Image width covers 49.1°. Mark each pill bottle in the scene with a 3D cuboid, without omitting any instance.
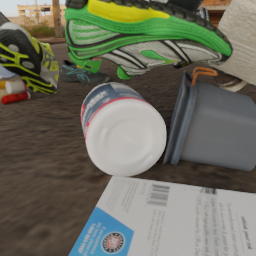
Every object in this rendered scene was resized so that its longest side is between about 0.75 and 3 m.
[{"bbox_3d":[-0.277,-0.181,6.465,1.584,1.584,2.650,-5,21,-12],"label":"pill bottle"}]

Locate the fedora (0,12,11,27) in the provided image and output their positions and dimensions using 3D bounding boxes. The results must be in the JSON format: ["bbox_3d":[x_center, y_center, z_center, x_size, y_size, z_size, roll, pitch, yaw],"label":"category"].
[{"bbox_3d":[-3.079,-2.495,6.298,0.481,1.064,0.941,-43,55,-1],"label":"fedora"}]

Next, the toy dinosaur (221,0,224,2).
[{"bbox_3d":[2.374,-3.480,6.948,0.470,0.624,1.220,-12,61,6],"label":"toy dinosaur"}]

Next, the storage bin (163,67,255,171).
[{"bbox_3d":[2.016,-0.276,6.553,1.851,2.005,2.756,14,23,6],"label":"storage bin"}]

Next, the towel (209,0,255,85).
[{"bbox_3d":[3.023,-1.571,5.779,2.648,1.755,0.457,24,60,1],"label":"towel"}]

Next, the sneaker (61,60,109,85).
[{"bbox_3d":[-2.155,-2.688,13.566,2.636,1.045,0.994,9,22,19],"label":"sneaker"}]

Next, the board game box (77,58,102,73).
[{"bbox_3d":[-0.846,-2.312,7.458,0.245,1.637,0.782,30,13,35],"label":"board game box"}]

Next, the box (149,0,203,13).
[{"bbox_3d":[1.668,-4.634,10.859,1.632,1.950,2.625,33,-1,-5],"label":"box"}]

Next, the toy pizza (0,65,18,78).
[{"bbox_3d":[-3.762,-2.427,7.819,2.209,2.209,0.350,10,42,24],"label":"toy pizza"}]

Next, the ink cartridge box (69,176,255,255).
[{"bbox_3d":[0.970,1.477,3.077,2.822,0.957,1.637,5,22,13],"label":"ink cartridge box"}]

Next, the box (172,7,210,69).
[{"bbox_3d":[1.574,-2.248,7.112,0.278,1.170,1.130,3,-15,-41],"label":"box"}]

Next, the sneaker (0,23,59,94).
[{"bbox_3d":[-2.133,-1.568,6.112,0.885,0.897,2.348,6,-16,2],"label":"sneaker"}]

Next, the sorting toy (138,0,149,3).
[{"bbox_3d":[0.351,-2.439,7.027,0.321,2.358,1.328,16,35,13],"label":"sorting toy"}]

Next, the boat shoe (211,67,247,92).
[{"bbox_3d":[3.211,-2.265,7.201,0.842,2.828,1.016,36,5,-38],"label":"boat shoe"}]

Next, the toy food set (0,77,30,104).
[{"bbox_3d":[-4.216,-1.613,10.395,1.107,1.174,2.460,-20,-1,-41],"label":"toy food set"}]

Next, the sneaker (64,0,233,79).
[{"bbox_3d":[0.361,-1.356,4.433,2.743,1.168,1.070,6,34,-16],"label":"sneaker"}]
